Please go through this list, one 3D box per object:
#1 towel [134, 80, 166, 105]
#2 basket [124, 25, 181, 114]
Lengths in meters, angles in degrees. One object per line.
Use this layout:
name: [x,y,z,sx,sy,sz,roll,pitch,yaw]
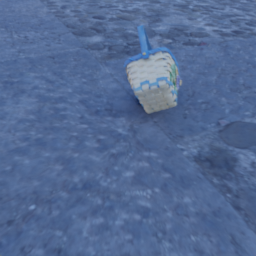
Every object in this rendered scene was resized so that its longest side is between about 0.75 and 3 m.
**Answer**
towel: [1.128,-1.789,12.682,1.307,0.568,2.341,8,37,9]
basket: [0.964,-2.182,10.888,1.965,2.491,2.825,-18,62,13]
